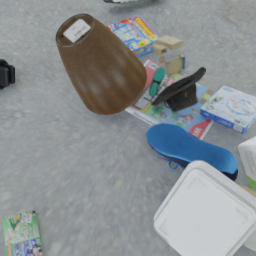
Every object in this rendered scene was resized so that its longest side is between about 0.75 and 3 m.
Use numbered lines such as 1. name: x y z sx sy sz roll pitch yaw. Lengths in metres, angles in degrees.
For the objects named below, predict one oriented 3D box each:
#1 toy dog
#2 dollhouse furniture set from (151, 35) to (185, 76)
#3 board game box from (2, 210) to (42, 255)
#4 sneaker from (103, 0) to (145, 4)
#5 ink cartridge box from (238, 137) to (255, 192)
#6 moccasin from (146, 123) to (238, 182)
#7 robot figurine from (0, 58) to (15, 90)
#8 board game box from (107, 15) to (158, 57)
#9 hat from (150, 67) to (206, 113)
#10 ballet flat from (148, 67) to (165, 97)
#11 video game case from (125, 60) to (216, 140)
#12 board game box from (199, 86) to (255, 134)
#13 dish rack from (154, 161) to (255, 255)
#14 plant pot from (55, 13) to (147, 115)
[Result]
1. toy dog: 3.067 2.229 5.757 2.851 1.373 1.881 16 60 10
2. dollhouse furniture set: 1.131 -2.096 8.497 1.016 1.076 0.702 -28 41 -25
3. board game box: -2.361 2.438 6.238 0.711 0.154 1.056 -7 58 -23
4. sneaker: 0.227 -5.360 10.105 2.557 1.477 0.959 -16 30 -19
5. ink cartridge box: 3.558 0.930 5.739 0.910 2.167 1.577 -21 94 -22
6. moccasin: 1.425 0.700 6.863 1.024 0.868 2.546 -44 42 -13
7. robot figurine: -4.208 -1.650 8.341 1.596 1.199 0.996 11 77 6
8. board game box: 0.108 -3.022 9.389 1.381 0.394 1.410 -27 64 -15
9. hat: 1.498 -0.869 7.538 1.778 1.778 0.717 -39 100 -21
10. ballet flat: 0.815 -1.326 8.012 0.328 0.328 0.883 29 103 16
11. video game case: 1.227 -0.807 8.250 2.750 0.240 1.966 31 64 17
12. board game box: 2.808 -0.529 7.511 1.266 0.275 1.260 30 56 32
13. dish rack: 1.507 1.898 5.738 1.739 2.026 0.441 37 23 20
14. plant pot: -0.777 -1.671 6.927 1.957 2.094 1.957 -11 59 19
